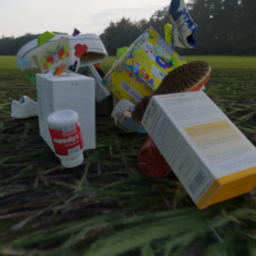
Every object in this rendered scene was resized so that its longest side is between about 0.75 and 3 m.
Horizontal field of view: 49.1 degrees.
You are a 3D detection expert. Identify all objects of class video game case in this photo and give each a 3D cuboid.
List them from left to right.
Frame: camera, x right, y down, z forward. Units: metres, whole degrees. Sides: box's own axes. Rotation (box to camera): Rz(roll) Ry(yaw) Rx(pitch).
[{"bbox_3d":[-1.497,-2.033,10.658,0.195,2.193,1.569,-34,7,-18],"label":"video game case"}]

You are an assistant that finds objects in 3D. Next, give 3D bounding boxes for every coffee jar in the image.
[{"bbox_3d":[-0.510,-1.333,13.073,1.027,1.256,2.408,9,17,41],"label":"coffee jar"}]

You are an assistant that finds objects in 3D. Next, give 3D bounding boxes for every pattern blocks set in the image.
[{"bbox_3d":[-1.912,-1.876,7.255,0.149,1.834,1.612,48,-5,18],"label":"pattern blocks set"}]

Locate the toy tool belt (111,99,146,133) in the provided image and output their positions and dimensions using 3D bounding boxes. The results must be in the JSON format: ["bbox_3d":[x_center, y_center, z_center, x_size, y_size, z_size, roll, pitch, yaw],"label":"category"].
[{"bbox_3d":[0.329,-0.241,9.090,1.636,1.021,1.005,23,8,-32],"label":"toy tool belt"}]

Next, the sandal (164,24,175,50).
[{"bbox_3d":[1.722,-3.349,10.789,0.588,1.349,0.536,-14,45,-12],"label":"sandal"}]

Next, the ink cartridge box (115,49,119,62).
[{"bbox_3d":[0.304,-2.997,13.722,1.877,1.371,0.792,8,-12,1],"label":"ink cartridge box"}]

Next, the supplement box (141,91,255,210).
[{"bbox_3d":[1.560,0.329,6.026,1.535,0.895,2.435,-9,49,-29],"label":"supplement box"}]

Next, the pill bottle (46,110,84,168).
[{"bbox_3d":[-1.499,0.283,6.889,0.740,1.318,0.740,-5,29,3],"label":"pill bottle"}]

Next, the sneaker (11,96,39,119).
[{"bbox_3d":[-4.216,-0.956,12.324,0.714,0.950,1.907,9,16,35],"label":"sneaker"}]

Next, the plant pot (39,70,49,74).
[{"bbox_3d":[-2.967,-1.949,12.511,2.086,1.810,2.086,-12,54,16],"label":"plant pot"}]

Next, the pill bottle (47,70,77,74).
[{"bbox_3d":[-2.204,-1.478,10.852,1.085,1.958,1.085,-18,42,17],"label":"pill bottle"}]

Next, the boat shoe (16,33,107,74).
[{"bbox_3d":[-1.888,-2.181,8.653,2.868,1.001,1.017,-21,-20,-38],"label":"boat shoe"}]

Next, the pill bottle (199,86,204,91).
[{"bbox_3d":[2.665,-1.963,11.290,0.586,1.052,0.586,-26,2,1],"label":"pill bottle"}]

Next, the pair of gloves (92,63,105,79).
[{"bbox_3d":[-1.599,-2.557,11.647,2.082,1.855,0.257,38,73,27],"label":"pair of gloves"}]

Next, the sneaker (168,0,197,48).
[{"bbox_3d":[1.970,-3.649,9.617,0.898,2.037,0.767,28,69,33],"label":"sneaker"}]

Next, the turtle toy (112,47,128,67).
[{"bbox_3d":[0.055,-2.511,12.132,1.045,2.067,1.506,-36,43,0],"label":"turtle toy"}]

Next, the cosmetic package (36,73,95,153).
[{"bbox_3d":[-1.998,-0.561,8.773,1.305,2.123,2.117,-9,18,-27],"label":"cosmetic package"}]

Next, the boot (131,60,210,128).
[{"bbox_3d":[1.365,-0.763,7.736,1.311,2.446,0.918,33,25,-40],"label":"boot"}]

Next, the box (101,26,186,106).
[{"bbox_3d":[0.810,-1.860,10.276,1.525,2.500,2.408,-30,22,51],"label":"box"}]

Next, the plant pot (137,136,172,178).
[{"bbox_3d":[0.814,0.601,6.854,1.125,1.125,1.094,8,26,25],"label":"plant pot"}]
